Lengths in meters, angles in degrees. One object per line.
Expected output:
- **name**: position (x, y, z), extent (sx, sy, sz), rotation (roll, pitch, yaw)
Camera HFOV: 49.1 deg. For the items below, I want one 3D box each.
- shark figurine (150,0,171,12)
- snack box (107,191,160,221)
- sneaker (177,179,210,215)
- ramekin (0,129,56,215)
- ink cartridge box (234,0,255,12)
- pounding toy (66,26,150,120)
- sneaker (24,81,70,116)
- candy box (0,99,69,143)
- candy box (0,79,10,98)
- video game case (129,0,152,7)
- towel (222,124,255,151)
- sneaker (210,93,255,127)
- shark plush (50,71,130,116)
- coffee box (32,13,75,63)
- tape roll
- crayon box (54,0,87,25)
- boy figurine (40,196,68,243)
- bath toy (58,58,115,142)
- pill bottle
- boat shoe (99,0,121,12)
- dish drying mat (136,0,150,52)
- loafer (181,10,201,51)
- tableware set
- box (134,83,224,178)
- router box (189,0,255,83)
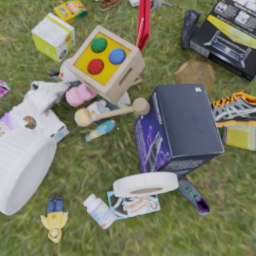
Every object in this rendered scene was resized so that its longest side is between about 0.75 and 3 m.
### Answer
- **shark figurine**: position (0.693, -3.772, 8.243), extent (0.869, 1.454, 0.607), rotation (34, 89, 29)
- **snack box**: position (0.169, 2.352, 8.963), extent (1.528, 0.284, 0.888), rotation (-12, 70, -5)
- **sneaker**: position (2.105, 2.124, 8.874), extent (0.503, 0.592, 1.352), rotation (-39, 72, -13)
- **ramekin**: position (-3.066, 1.091, 7.740), extent (1.095, 2.351, 2.351), rotation (28, 72, 3)
- **ink cartridge box**: position (5.092, -4.885, 11.231), extent (1.753, 0.750, 1.293), rotation (32, 93, 10)
- **pounding toy**: position (-0.451, -1.249, 7.615), extent (2.399, 1.097, 2.107), rotation (36, 86, 20)
- **sneaker**: position (-2.726, -1.294, 9.532), extent (1.039, 2.091, 0.815), rotation (39, 118, -6)
- **candy box**: position (-3.402, 0.122, 9.532), extent (2.096, 0.750, 1.758), rotation (-41, 74, -14)
- **candy box**: position (-4.766, -0.973, 8.759), extent (1.698, 1.158, 0.518), rotation (-37, 79, 2)
- **video game case**: position (0.793, -6.725, 12.321), extent (2.464, 0.321, 2.707), rotation (-21, 70, -8)
- **towel**: position (4.598, -0.017, 9.844), extent (2.497, 0.284, 1.793), rotation (13, 69, 5)
- **sneaker**: position (3.269, -0.625, 8.758), extent (2.516, 0.972, 0.985), rotation (-1, 29, 15)
- **shark plush**: position (-1.295, -1.328, 9.672), extent (2.923, 1.217, 1.328), rotation (13, 27, -12)
- **coffee box**: position (-2.095, -2.533, 7.958), extent (0.825, 0.824, 0.816), rotation (33, 71, 4)
- **tape roll**: position (0.468, 1.556, 7.540), extent (1.752, 1.752, 0.320), rotation (-6, 68, -2)
- **crayon box**: position (-2.464, -4.747, 11.576), extent (1.310, 0.333, 0.832), rotation (-33, 73, -11)
- **boy figurine**: position (-2.310, 2.840, 8.712), extent (0.845, 0.438, 1.360), rotation (-1, 67, -3)
- **bath toy**: position (-1.505, -0.925, 9.073), extent (0.978, 1.151, 2.646), rotation (-25, 91, 36)
- **pill bottle**: position (-0.828, 2.370, 8.001), extent (0.508, 0.508, 0.935), rotation (-44, 90, -14)
- **boat shoe**: position (-0.722, -5.343, 11.760), extent (1.169, 0.395, 0.421), rotation (-38, 74, -13)
- **dish drying mat**: position (0.441, -3.382, 8.297), extent (0.213, 0.899, 2.342), rotation (8, 64, -11)
- **loafer**: position (2.480, -3.889, 11.074), extent (0.678, 0.656, 1.933), rotation (9, 66, 13)
- **tableware set**: position (-0.527, -1.909, 10.434), extent (1.883, 0.377, 1.245), rotation (-25, 95, -1)
- **box**: position (1.282, 0.249, 8.272), extent (1.451, 2.781, 2.058), rotation (-4, 67, -14)
- **router box**: position (4.063, -3.357, 10.561), extent (2.752, 0.719, 2.164), rotation (35, 90, 11)
